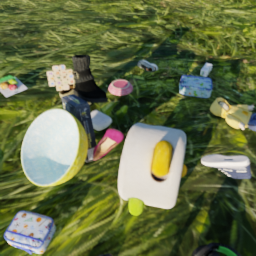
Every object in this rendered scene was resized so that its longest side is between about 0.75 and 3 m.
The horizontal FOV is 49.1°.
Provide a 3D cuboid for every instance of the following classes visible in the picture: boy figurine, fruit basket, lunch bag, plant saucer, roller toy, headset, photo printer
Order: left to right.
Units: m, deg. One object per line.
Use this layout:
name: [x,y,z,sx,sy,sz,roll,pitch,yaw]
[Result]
fruit basket: [-5.999,-2.083,14.304,1.176,0.595,1.270,-33,65,-33]
lunch bag: [-2.807,3.024,8.083,1.305,0.493,1.045,10,42,13]
photo printer: [-1.301,-0.306,12.183,1.039,0.361,0.864,28,46,29]
plant saucer: [-0.390,-2.121,14.416,1.253,0.318,1.253,0,39,0]
roller toy: [0.864,1.143,8.701,1.897,2.714,2.476,9,32,10]
lunch bag: [3.406,-2.129,14.175,1.609,0.664,1.294,10,38,10]
headset: [1.947,3.766,7.122,2.378,1.117,1.469,7,41,-15]
boy figurine: [4.929,-0.571,12.146,2.680,0.864,1.666,28,50,26]

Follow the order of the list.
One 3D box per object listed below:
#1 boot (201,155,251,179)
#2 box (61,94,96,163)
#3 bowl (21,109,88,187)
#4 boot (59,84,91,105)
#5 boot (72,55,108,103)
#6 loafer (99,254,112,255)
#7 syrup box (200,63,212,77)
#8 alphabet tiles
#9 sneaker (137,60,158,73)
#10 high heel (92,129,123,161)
boot: [2.909,1.199,8.378,1.420,0.641,0.517,-1,27,41]
box: [-1.746,-0.028,10.080,0.538,2.107,1.662,-18,24,-25]
bowl: [-2.077,0.703,8.809,2.338,1.258,2.338,-9,70,27]
boot: [-2.289,-1.529,12.605,0.716,1.528,1.966,23,52,24]
boot: [-1.524,-1.913,10.794,0.826,1.641,2.194,-12,28,-39]
loafer: [-0.921,3.672,7.368,1.208,0.381,0.434,-21,44,-23]
syrup box: [4.389,-3.255,15.739,0.377,0.364,0.925,21,45,23]
alphabet tiles: [-2.822,-2.088,11.724,1.059,0.079,1.082,-10,83,-16]
sneaker: [1.034,-3.487,15.962,1.266,0.468,0.502,23,49,25]
high heel: [-0.626,0.557,8.454,0.547,1.621,0.779,30,65,-9]
